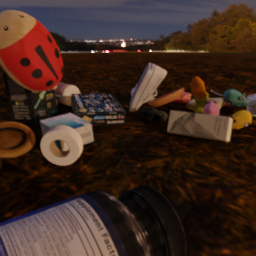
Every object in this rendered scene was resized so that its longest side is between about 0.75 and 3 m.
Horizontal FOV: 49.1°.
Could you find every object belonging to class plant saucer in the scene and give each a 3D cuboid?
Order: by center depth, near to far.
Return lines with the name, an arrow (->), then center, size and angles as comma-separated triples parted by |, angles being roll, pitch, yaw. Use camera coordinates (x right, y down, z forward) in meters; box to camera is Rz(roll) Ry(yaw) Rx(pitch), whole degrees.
plant saucer -> 1.881, -1.435, 13.691 | 1.880, 0.352, 1.880 | -22, 6, 2

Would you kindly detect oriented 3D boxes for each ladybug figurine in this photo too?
ladybug figurine -> -3.012, -2.323, 8.972 | 1.049, 2.917, 1.980 | 16, 63, 36

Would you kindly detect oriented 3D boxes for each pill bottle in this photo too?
pill bottle -> -0.776, 1.765, 3.402 | 2.975, 1.664, 1.664 | -13, 23, -34
pill bottle -> -3.459, -1.809, 14.619 | 1.843, 1.052, 1.052 | 18, 26, 41

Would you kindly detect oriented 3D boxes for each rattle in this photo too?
rattle -> 3.978, -1.676, 13.411 | 2.444, 1.746, 1.591 | -14, 5, -20

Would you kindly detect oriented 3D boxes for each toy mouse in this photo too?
toy mouse -> 3.929, -0.949, 11.378 | 2.658, 0.514, 2.363 | -17, 51, -1

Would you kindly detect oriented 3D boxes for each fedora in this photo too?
fedora -> -3.494, 0.462, 8.248 | 1.450, 0.592, 1.450 | 9, 45, -9

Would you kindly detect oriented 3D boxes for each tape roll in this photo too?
tape roll -> -1.850, 0.497, 7.835 | 1.120, 1.120, 0.392 | 2, 25, 5

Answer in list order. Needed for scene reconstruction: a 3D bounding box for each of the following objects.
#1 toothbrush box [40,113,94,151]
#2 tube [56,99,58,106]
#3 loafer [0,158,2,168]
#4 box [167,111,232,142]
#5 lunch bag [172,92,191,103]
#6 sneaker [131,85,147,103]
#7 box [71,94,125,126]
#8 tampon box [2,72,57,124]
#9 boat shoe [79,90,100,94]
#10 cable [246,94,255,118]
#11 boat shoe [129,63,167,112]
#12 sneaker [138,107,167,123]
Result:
toothbrush box -> -2.108, 0.110, 9.539 | 1.204, 0.701, 1.644 | -19, 27, -33
tube -> -4.266, -1.405, 14.474 | 1.735, 0.451, 0.504 | 13, -16, 45
loafer -> -3.740, 1.085, 7.254 | 0.419, 0.464, 1.226 | 2, 10, 4
box -> 2.449, -0.071, 9.663 | 2.049, 0.842, 0.701 | 7, -2, 29
lunch bag -> 2.777, -1.670, 15.119 | 0.975, 0.454, 1.107 | 14, 23, 34
sneaker -> 0.675, -2.030, 15.593 | 0.847, 0.821, 2.319 | -4, 20, -11
box -> -1.357, -0.842, 12.023 | 1.948, 0.564, 2.450 | -2, 26, -17
tampon box -> -4.062, -1.421, 11.786 | 1.317, 2.087, 1.564 | 5, 21, 21
boat shoe -> -1.751, -1.576, 14.498 | 1.901, 0.682, 0.720 | 3, 19, 8
cable -> 6.578, -0.948, 12.462 | 2.480, 0.859, 2.480 | -2, 19, -2
boat shoe -> 0.797, -1.551, 12.230 | 0.924, 2.828, 1.040 | 19, 56, -9
sneaker -> 0.896, -0.556, 11.836 | 1.332, 0.509, 0.763 | 19, 19, 30
